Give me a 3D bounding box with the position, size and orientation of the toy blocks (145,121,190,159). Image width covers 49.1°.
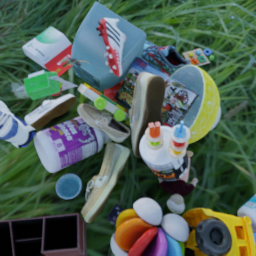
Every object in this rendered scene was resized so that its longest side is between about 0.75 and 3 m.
[{"bbox_3d":[0.946,0.163,6.872,1.111,1.333,0.484,21,63,16],"label":"toy blocks"}]

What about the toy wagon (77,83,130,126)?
[{"bbox_3d":[-0.667,-0.754,9.710,0.457,2.311,1.793,-57,30,4],"label":"toy wagon"}]

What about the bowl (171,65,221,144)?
[{"bbox_3d":[2.282,-0.620,9.841,1.530,2.844,2.844,17,56,-23],"label":"bowl"}]

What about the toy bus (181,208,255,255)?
[{"bbox_3d":[2.743,3.679,7.664,2.505,1.770,2.609,9,60,-13],"label":"toy bus"}]

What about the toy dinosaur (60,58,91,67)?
[{"bbox_3d":[-1.571,-1.967,8.377,0.940,0.223,0.414,7,22,-8],"label":"toy dinosaur"}]

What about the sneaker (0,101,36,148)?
[{"bbox_3d":[-3.710,0.003,8.728,0.934,1.335,2.311,-51,46,-8],"label":"sneaker"}]

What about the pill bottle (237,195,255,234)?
[{"bbox_3d":[4.274,2.461,8.685,1.643,0.910,0.910,-32,64,-18],"label":"pill bottle"}]

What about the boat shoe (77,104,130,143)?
[{"bbox_3d":[-0.763,-0.243,9.139,1.883,0.612,0.679,37,46,-13],"label":"boat shoe"}]

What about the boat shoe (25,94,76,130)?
[{"bbox_3d":[-3.009,-0.766,10.744,2.090,0.740,0.724,-35,65,-18],"label":"boat shoe"}]

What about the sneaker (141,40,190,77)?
[{"bbox_3d":[1.425,-3.065,11.592,2.798,1.336,1.109,35,63,8],"label":"sneaker"}]

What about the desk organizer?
[{"bbox_3d":[-2.782,3.230,8.076,2.990,1.151,1.072,-5,59,-3],"label":"desk organizer"}]

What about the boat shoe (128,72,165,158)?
[{"bbox_3d":[0.515,-0.398,9.303,1.025,2.842,0.923,-8,25,-34],"label":"boat shoe"}]

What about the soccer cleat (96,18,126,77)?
[{"bbox_3d":[-0.389,-2.565,8.802,0.818,0.659,1.921,-15,82,-21],"label":"soccer cleat"}]

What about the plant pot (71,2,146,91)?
[{"bbox_3d":[-0.881,-2.613,10.116,2.107,2.112,2.152,33,79,4],"label":"plant pot"}]

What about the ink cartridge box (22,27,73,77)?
[{"bbox_3d":[-3.309,-3.437,12.507,2.181,0.546,1.755,34,65,21],"label":"ink cartridge box"}]

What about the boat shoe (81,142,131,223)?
[{"bbox_3d":[-0.785,1.532,8.528,0.896,1.039,2.849,26,48,4],"label":"boat shoe"}]

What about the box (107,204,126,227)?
[{"bbox_3d":[-0.117,2.872,8.623,0.965,0.590,0.512,30,62,16],"label":"box"}]

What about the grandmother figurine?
[{"bbox_3d":[1.627,1.773,9.295,1.311,0.655,2.162,0,55,15],"label":"grandmother figurine"}]

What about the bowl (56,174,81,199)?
[{"bbox_3d":[-1.912,1.985,9.232,0.838,0.438,0.838,-1,62,3],"label":"bowl"}]

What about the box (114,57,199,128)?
[{"bbox_3d":[0.941,-1.099,9.977,2.579,0.486,1.762,37,108,20],"label":"box"}]

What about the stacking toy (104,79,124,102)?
[{"bbox_3d":[-0.581,-2.301,11.546,1.169,1.169,2.739,3,64,2],"label":"stacking toy"}]

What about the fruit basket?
[{"bbox_3d":[-2.536,-1.326,8.895,1.406,1.518,0.712,-14,90,14],"label":"fruit basket"}]

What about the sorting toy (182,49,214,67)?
[{"bbox_3d":[3.027,-3.148,12.477,1.745,0.238,0.982,-19,61,-11],"label":"sorting toy"}]

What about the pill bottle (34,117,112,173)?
[{"bbox_3d":[-1.747,0.397,9.531,2.523,1.417,1.417,-24,61,-29],"label":"pill bottle"}]

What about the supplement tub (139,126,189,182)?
[{"bbox_3d":[1.163,0.887,8.488,1.234,2.014,1.234,-8,62,16],"label":"supplement tub"}]

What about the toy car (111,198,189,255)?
[{"bbox_3d":[0.568,3.038,7.329,2.041,1.530,1.786,31,99,-1],"label":"toy car"}]
